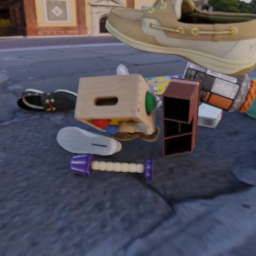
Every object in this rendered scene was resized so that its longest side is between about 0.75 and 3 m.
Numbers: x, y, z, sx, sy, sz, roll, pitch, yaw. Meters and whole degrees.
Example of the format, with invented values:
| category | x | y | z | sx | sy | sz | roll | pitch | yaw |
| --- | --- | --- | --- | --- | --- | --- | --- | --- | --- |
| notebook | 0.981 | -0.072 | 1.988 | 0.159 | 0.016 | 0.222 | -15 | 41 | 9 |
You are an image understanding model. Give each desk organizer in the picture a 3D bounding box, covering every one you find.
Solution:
| category | x | y | z | sx | sy | sz | roll | pitch | yaw |
| --- | --- | --- | --- | --- | --- | --- | --- | --- | --- |
| desk organizer | 1.407 | -0.160 | 7.582 | 0.799 | 2.228 | 0.858 | 12 | 43 | 22 |

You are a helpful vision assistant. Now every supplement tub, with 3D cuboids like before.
| category | x | y | z | sx | sy | sz | roll | pitch | yaw |
| --- | --- | --- | --- | --- | --- | --- | --- | --- | --- |
| supplement tub | 2.486 | -1.180 | 7.850 | 1.950 | 1.195 | 1.195 | 21 | 26 | 7 |

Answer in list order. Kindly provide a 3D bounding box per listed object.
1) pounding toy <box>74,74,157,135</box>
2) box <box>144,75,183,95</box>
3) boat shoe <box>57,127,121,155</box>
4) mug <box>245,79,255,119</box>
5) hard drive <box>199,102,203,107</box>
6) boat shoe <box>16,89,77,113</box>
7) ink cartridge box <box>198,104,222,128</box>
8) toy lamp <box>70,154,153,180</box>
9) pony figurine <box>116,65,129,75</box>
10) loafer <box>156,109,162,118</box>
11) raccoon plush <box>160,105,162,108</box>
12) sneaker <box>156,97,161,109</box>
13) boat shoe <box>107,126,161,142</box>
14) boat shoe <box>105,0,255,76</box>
| category | x | y | z | sx | sy | sz | roll | pitch | yaw |
| --- | --- | --- | --- | --- | --- | --- | --- | --- | --- |
| pounding toy | -0.106 | -0.400 | 7.303 | 2.147 | 1.526 | 1.976 | 0 | -13 | 21 |
| box | 1.938 | -2.257 | 14.770 | 2.263 | 0.793 | 0.728 | -8 | 24 | -19 |
| boat shoe | -1.221 | 0.478 | 8.584 | 2.130 | 0.767 | 0.661 | 13 | -4 | 27 |
| mug | 5.493 | -1.042 | 11.113 | 1.813 | 1.364 | 2.206 | 1 | 24 | -4 |
| hard drive | 2.506 | -1.055 | 12.584 | 1.174 | 0.277 | 1.682 | 20 | 30 | 39 |
| boat shoe | -3.294 | -1.032 | 11.725 | 2.752 | 1.007 | 0.862 | 5 | 35 | 11 |
| ink cartridge box | 3.181 | -0.522 | 11.131 | 0.933 | 0.431 | 1.712 | 12 | 24 | 26 |
| toy lamp | -0.426 | 1.010 | 7.293 | 2.140 | 0.623 | 0.623 | 5 | 23 | 5 |
| pony figurine | -0.465 | -2.129 | 14.102 | 1.748 | 1.508 | 1.810 | 48 | 39 | 18 |
| loafer | 0.829 | -0.528 | 11.260 | 1.272 | 0.457 | 0.400 | -5 | 4 | -30 |
| raccoon plush | 1.631 | -0.443 | 9.651 | 0.860 | 1.284 | 0.621 | -20 | 13 | -5 |
| sneaker | 0.282 | -0.952 | 9.136 | 0.591 | 0.964 | 1.481 | -53 | 26 | -22 |
| boat shoe | 0.073 | 0.020 | 8.952 | 1.925 | 0.693 | 0.650 | 4 | -20 | 32 |
| boat shoe | 0.883 | -1.852 | 4.947 | 2.923 | 0.970 | 1.082 | 23 | 45 | 22 |
